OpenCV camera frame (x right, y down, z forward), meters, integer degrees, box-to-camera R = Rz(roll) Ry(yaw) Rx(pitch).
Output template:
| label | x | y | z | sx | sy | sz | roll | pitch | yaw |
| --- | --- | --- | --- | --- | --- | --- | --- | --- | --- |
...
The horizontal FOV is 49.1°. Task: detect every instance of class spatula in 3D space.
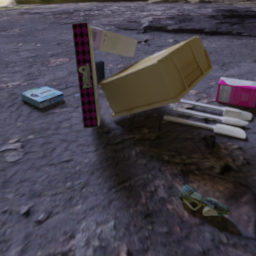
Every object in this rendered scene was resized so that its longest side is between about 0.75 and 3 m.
| label | x | y | z | sx | sy | sz | roll | pitch | yaw |
| --- | --- | --- | --- | --- | --- | --- | --- | --- | --- |
| spatula | 2.941 | -0.419 | 10.321 | 2.879 | 0.231 | 2.002 | 14 | 38 | 24 |

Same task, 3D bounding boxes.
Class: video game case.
| label | x | y | z | sx | sy | sz | roll | pitch | yaw |
| --- | --- | --- | --- | --- | --- | --- | --- | --- | --- |
| video game case | -1.277 | -1.685 | 8.949 | 0.521 | 2.907 | 2.635 | -5 | 15 | -4 |

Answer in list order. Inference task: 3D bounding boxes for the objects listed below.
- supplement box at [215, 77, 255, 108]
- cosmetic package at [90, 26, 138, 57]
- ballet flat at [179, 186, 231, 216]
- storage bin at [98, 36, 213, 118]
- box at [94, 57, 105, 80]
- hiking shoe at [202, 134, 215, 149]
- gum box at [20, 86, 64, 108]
| label | x | y | z | sx | sy | sz | roll | pitch | yaw |
| --- | --- | --- | --- | --- | --- | --- | --- | --- | --- |
| supplement box | 4.506 | -1.462 | 11.444 | 1.626 | 0.840 | 0.823 | 14 | 34 | 21 |
| cosmetic package | -0.748 | -3.562 | 11.608 | 1.133 | 0.796 | 2.233 | 27 | 21 | 33 |
| ballet flat | 1.694 | 1.762 | 6.380 | 1.211 | 0.450 | 0.450 | 22 | 37 | 37 |
| storage bin | 0.992 | -1.821 | 9.964 | 2.954 | 1.384 | 2.933 | -12 | 20 | 46 |
| box | -1.722 | -3.013 | 14.110 | 0.613 | 0.869 | 1.175 | -19 | 36 | -30 |
| hiking shoe | 2.512 | 0.426 | 8.776 | 0.394 | 0.296 | 0.783 | 3 | 20 | 22 |
| gum box | -3.597 | -1.325 | 11.732 | 1.381 | 0.308 | 1.174 | 23 | 37 | 34 |
